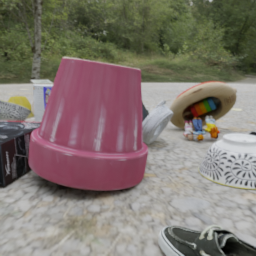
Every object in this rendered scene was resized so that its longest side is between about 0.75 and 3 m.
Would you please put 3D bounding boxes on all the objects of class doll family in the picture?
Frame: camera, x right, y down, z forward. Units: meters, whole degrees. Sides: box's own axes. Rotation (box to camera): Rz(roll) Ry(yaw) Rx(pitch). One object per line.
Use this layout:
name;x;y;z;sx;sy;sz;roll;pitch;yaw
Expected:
doll family;2.630;0.054;9.826;1.395;0.866;0.629;-4;-29;-1

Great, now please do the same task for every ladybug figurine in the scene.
ladybug figurine;2.965;-1.000;11.373;2.833;1.923;1.019;-21;38;14

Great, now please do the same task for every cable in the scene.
cable;0.907;-0.099;9.302;0.491;1.418;1.418;39;72;18

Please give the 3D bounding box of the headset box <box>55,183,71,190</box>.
headset box;-0.900;0.763;6.786;1.890;0.730;1.407;-7;14;-23

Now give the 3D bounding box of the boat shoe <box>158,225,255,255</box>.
boat shoe;1.167;1.540;3.516;1.801;0.574;0.637;11;16;42

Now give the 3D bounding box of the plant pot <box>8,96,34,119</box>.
plant pot;-5.716;-1.092;14.629;1.510;1.072;1.510;0;12;0

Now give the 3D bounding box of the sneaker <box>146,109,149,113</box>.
sneaker;0.581;-0.611;11.713;0.641;0.545;1.405;51;2;32

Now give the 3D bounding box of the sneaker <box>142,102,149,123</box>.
sneaker;0.048;-0.447;9.817;0.901;1.280;2.409;-29;-15;22

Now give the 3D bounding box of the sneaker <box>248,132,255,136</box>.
sneaker;3.651;0.422;8.484;1.370;0.681;0.476;9;16;34

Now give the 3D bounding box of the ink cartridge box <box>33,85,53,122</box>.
ink cartridge box;-3.235;-0.804;11.326;1.849;1.867;0.405;10;13;43

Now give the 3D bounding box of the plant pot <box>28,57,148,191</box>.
plant pot;-0.772;-0.245;6.442;2.754;2.465;2.754;9;11;-2

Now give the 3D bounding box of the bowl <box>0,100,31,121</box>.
bowl;-5.053;-0.524;11.790;1.721;0.808;1.721;10;-13;2

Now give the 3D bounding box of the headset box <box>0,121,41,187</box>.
headset box;-3.340;0.484;7.338;2.003;1.040;2.692;2;11;10

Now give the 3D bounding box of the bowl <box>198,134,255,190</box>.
bowl;2.720;0.670;6.790;1.957;0.918;1.957;0;11;0

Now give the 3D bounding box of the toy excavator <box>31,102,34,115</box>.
toy excavator;-2.573;-0.675;11.660;2.902;2.822;1.450;-40;-15;23
